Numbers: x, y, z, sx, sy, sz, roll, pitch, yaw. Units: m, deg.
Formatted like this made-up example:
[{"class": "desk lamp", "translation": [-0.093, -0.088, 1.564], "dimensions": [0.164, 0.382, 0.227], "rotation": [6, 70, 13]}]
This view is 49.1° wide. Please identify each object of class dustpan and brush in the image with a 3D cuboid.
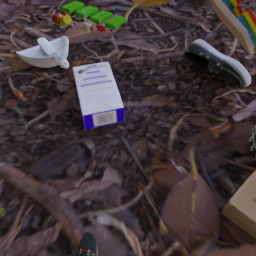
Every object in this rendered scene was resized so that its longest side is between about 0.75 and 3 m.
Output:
[{"class": "dustpan and brush", "translation": [-2.777, -2.682, 10.200], "dimensions": [1.979, 0.811, 2.836], "rotation": [-27, 55, -21]}]

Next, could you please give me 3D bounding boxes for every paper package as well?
[{"class": "paper package", "translation": [3.078, 1.851, 6.536], "dimensions": [1.186, 0.644, 1.244], "rotation": [37, 59, 27]}]

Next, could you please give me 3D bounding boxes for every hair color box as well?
[{"class": "hair color box", "translation": [-0.980, -1.093, 8.945], "dimensions": [1.233, 0.731, 2.256], "rotation": [-11, 53, -8]}]

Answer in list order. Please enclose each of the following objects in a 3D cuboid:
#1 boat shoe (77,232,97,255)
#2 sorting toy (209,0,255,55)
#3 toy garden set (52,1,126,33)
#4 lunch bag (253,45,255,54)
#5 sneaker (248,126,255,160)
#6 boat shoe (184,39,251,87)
[{"class": "boat shoe", "translation": [-0.893, 2.766, 5.974], "dimensions": [0.413, 0.354, 1.129], "rotation": [1, 49, 2]}, {"class": "sorting toy", "translation": [3.004, -3.002, 7.660], "dimensions": [0.573, 1.636, 1.646], "rotation": [-38, 67, 22]}, {"class": "toy garden set", "translation": [-1.219, -3.217, 8.473], "dimensions": [1.837, 0.367, 1.531], "rotation": [24, 42, 12]}, {"class": "lunch bag", "translation": [3.211, -1.698, 4.890], "dimensions": [1.236, 1.507, 0.886], "rotation": [-5, 52, -37]}, {"class": "sneaker", "translation": [3.981, 0.789, 7.507], "dimensions": [0.857, 0.777, 2.018], "rotation": [0, 52, -22]}, {"class": "boat shoe", "translation": [3.053, -2.147, 9.814], "dimensions": [0.756, 0.917, 2.671], "rotation": [-38, 56, -5]}]
